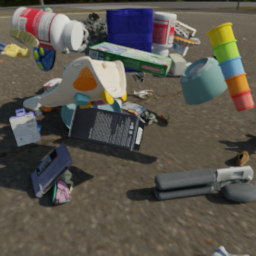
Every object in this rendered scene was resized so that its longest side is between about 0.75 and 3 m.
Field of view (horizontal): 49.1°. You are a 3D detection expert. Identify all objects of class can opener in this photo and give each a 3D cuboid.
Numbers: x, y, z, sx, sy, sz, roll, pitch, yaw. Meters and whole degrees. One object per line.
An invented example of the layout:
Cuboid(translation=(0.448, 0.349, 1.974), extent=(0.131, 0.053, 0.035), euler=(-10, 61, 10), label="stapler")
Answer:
Cuboid(translation=(2.226, 1.608, 7.905), extent=(2.970, 0.782, 0.987), euler=(-3, 30, -5), label="can opener")

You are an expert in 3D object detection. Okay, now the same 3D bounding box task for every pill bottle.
Cuboid(translation=(1.299, -3.538, 10.652), extent=(0.853, 1.520, 0.853), euler=(5, 26, -2), label="pill bottle")
Cuboid(translation=(-2.436, -2.963, 8.559), extent=(1.929, 1.083, 1.083), euler=(14, 31, 10), label="pill bottle")

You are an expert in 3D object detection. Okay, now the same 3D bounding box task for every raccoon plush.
Cuboid(translation=(-1.981, -3.110, 10.635), extent=(1.949, 1.407, 2.909), euler=(-24, -4, -28), label="raccoon plush")

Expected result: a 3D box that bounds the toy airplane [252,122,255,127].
Cuboid(translation=(5.513, 0.258, 9.958), extent=(1.633, 1.158, 1.641), euler=(20, 1, -34), label="toy airplane")

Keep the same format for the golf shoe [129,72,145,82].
Cuboid(translation=(0.395, -2.363, 12.629), extent=(0.432, 0.525, 1.111), euler=(-6, -7, 42), label="golf shoe")

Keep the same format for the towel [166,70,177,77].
Cuboid(translation=(2.948, -3.553, 17.816), extent=(0.904, 0.143, 1.255), euler=(16, 33, 28), label="towel")

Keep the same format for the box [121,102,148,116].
Cuboid(translation=(0.182, -0.826, 12.820), extent=(1.195, 0.238, 0.818), euler=(25, 38, 37), label="box")

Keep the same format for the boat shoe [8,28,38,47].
Cuboid(translation=(-2.984, -2.589, 8.107), extent=(0.917, 0.343, 0.314), euler=(29, -4, 3), label="boat shoe")

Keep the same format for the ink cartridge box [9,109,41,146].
Cuboid(translation=(-2.588, -0.039, 7.020), extent=(0.582, 0.853, 0.325), euler=(-17, 17, -15), label="ink cartridge box")

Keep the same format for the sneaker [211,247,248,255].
Cuboid(translation=(2.529, 2.955, 5.595), extent=(1.827, 0.688, 0.805), euler=(17, 34, 27), label="sneaker")

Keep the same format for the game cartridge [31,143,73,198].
Cuboid(translation=(-2.260, 1.207, 8.190), extent=(1.450, 0.278, 0.940), euler=(-46, 46, 6), label="game cartridge")

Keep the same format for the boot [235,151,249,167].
Cuboid(translation=(3.909, 0.978, 9.503), extent=(0.326, 0.335, 0.887), euler=(16, 32, 30), label="boot")

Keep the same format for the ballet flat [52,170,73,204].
Cuboid(translation=(-1.968, 1.565, 8.310), extent=(0.619, 0.602, 1.741), euler=(9, 29, -24), label="ballet flat")

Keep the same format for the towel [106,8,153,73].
Cuboid(translation=(0.065, -3.057, 9.898), extent=(1.605, 2.173, 0.538), euler=(0, 23, 2), label="towel")

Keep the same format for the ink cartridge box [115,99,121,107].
Cuboid(translation=(-0.839, -0.947, 12.559), extent=(0.971, 0.709, 0.408), euler=(11, 31, 19), label="ink cartridge box")

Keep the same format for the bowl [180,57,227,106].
Cuboid(translation=(2.583, -1.766, 9.861), extent=(1.884, 0.986, 1.884), euler=(-33, 21, 15), label="bowl")

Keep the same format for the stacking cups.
Cuboid(translation=(3.080, -1.745, 8.336), extent=(0.768, 2.537, 0.768), euler=(-19, 3, 1), label="stacking cups")

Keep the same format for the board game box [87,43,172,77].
Cuboid(translation=(0.111, -1.959, 7.883), extent=(2.141, 0.312, 1.441), euler=(15, 23, 7), label="board game box")

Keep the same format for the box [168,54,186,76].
Cuboid(translation=(3.041, -3.984, 17.556), extent=(0.728, 0.889, 1.873), euler=(-4, 31, -2), label="box")

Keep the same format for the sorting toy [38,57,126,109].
Cuboid(translation=(-1.020, -0.808, 6.100), extent=(1.627, 0.965, 1.807), euler=(-15, 5, 20), label="sorting toy")

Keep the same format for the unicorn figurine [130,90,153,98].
Cuboid(translation=(0.689, -1.786, 14.450), extent=(1.148, 0.424, 0.789), euler=(-3, 16, -36), label="unicorn figurine")

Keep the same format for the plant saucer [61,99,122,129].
Cuboid(translation=(-1.500, -0.574, 11.556), extent=(2.470, 0.339, 2.470), euler=(4, 51, -4), label="plant saucer")

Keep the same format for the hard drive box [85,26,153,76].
Cuboid(translation=(-0.328, -3.367, 12.670), extent=(2.671, 1.026, 2.082), euler=(6, -14, -34), label="hard drive box")

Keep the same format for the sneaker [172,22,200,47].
Cuboid(translation=(2.016, -3.937, 11.555), extent=(2.060, 0.795, 0.806), euler=(21, 1, -1), label="sneaker")

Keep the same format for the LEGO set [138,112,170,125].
Cuboid(translation=(1.098, -0.507, 12.079), extent=(1.438, 0.407, 0.934), euler=(-5, 29, -9), label="LEGO set")

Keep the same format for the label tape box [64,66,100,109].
Cuboid(translation=(-1.563, -1.560, 10.169), extent=(1.218, 1.700, 0.562), euler=(24, 59, 17), label="label tape box")

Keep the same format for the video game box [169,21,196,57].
Cuboid(translation=(2.348, -4.187, 13.101), extent=(1.181, 1.297, 0.304), euler=(31, 36, 14), label="video game box")

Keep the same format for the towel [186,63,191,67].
Cuboid(translation=(4.241, -3.934, 18.285), extent=(1.122, 0.316, 1.310), euler=(23, 32, 29), label="towel")

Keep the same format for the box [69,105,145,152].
Cuboid(translation=(-0.533, 0.038, 7.744), extent=(1.765, 0.921, 1.306), euler=(12, -3, 10), label="box")

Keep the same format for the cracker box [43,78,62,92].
Cuboid(translation=(-3.383, -2.165, 14.922), extent=(1.818, 0.524, 1.217), euler=(6, 30, 11), label="cracker box")

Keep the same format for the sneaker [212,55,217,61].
Cuboid(translation=(3.700, -2.265, 10.983), extent=(0.761, 0.660, 1.717), euler=(15, 43, -27), label="sneaker")

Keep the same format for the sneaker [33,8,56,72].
Cuboid(translation=(-3.104, -3.481, 11.236), extent=(0.973, 1.137, 2.744), euler=(-12, 68, 20), label="sneaker")

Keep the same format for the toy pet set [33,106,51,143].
Cuboid(translation=(-3.605, -0.122, 10.941), extent=(1.511, 0.802, 1.411), euler=(-25, 27, 13), label="toy pet set")

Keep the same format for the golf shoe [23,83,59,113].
Cuboid(translation=(-3.475, -1.496, 12.979), extent=(2.785, 1.282, 1.011), euler=(-15, 34, -23), label="golf shoe")

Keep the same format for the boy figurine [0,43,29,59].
Cuboid(translation=(-4.613, -3.057, 10.988), extent=(1.435, 0.462, 0.892), euler=(17, 38, 2), label="boy figurine")
